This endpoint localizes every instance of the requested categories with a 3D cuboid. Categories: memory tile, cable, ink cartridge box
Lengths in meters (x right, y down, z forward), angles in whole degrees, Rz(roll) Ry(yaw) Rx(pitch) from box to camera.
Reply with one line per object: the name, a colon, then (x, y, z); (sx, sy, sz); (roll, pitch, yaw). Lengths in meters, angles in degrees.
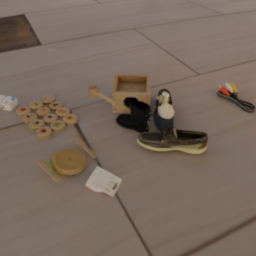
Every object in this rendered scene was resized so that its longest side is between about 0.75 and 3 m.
memory tile: (-3.686, -0.582, 12.659); (2.017, 0.221, 2.631); (-29, 48, -30)
cable: (5.106, -1.483, 13.454); (1.065, 0.552, 2.193); (-14, 43, -16)
ink cartridge box: (-5.900, -1.188, 13.240); (1.122, 0.381, 0.651); (8, 41, 10)
ink cartridge box: (-0.843, 1.918, 9.806); (1.049, 0.263, 0.850); (29, 45, 4)

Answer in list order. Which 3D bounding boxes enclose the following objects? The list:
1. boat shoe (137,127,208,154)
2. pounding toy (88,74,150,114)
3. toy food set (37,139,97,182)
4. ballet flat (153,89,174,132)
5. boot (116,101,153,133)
boat shoe: (1.735, 0.372, 10.964); (2.743, 0.889, 1.004); (4, 34, 0)
pounding toy: (-0.388, -1.319, 12.722); (2.728, 1.248, 2.396); (2, 41, 2)
toy food set: (-2.220, 1.266, 10.454); (1.953, 0.392, 1.348); (-29, 55, -37)
ballet flat: (1.604, -0.874, 12.464); (0.965, 0.965, 2.640); (3, 41, 4)
boot: (0.204, -0.541, 11.654); (1.698, 1.392, 0.628); (23, 52, 24)
